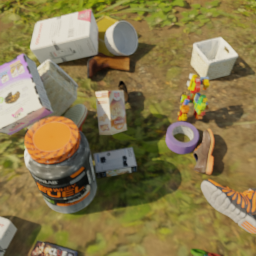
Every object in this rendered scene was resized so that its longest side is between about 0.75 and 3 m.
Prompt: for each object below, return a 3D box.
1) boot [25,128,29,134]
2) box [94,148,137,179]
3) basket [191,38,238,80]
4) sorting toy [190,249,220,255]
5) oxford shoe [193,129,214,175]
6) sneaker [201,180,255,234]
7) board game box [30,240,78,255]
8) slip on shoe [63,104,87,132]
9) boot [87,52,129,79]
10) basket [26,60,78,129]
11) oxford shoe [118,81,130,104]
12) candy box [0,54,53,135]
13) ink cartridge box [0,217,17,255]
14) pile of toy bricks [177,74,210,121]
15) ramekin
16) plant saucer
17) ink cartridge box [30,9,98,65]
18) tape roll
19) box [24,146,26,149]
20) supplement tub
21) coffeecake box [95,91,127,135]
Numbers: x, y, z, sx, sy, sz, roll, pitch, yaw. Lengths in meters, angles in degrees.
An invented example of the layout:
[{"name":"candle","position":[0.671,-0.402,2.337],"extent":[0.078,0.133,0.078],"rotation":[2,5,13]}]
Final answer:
[{"name":"boot","position":[-3.416,-0.381,11.054],"extent":[1.330,0.484,1.413],"rotation":[-15,53,-11]},{"name":"box","position":[-0.451,1.204,9.696],"extent":[1.396,0.420,0.814],"rotation":[-8,50,-4]},{"name":"basket","position":[3.823,-3.101,12.728],"extent":[1.500,1.206,1.487],"rotation":[-15,53,-13]},{"name":"sorting toy","position":[2.187,3.727,7.887],"extent":[0.894,0.537,0.367],"rotation":[8,86,15]},{"name":"oxford shoe","position":[2.692,0.774,10.052],"extent":[0.667,0.652,1.830],"rotation":[6,52,11]},{"name":"sneaker","position":[3.423,2.211,8.898],"extent":[2.152,0.835,1.206],"rotation":[41,57,16]},{"name":"board game box","position":[-2.173,3.792,7.921],"extent":[1.257,0.217,0.851],"rotation":[12,52,9]},{"name":"slip on shoe","position":[-1.894,0.220,9.475],"extent":[0.757,2.473,0.916],"rotation":[6,37,-35]},{"name":"boot","position":[-0.909,-2.793,13.014],"extent":[1.903,0.651,1.791],"rotation":[10,43,-1]},{"name":"basket","position":[-2.828,-0.971,9.343],"extent":[2.082,1.412,1.285],"rotation":[-40,34,11]},{"name":"oxford shoe","position":[-0.234,-1.457,11.411],"extent":[0.443,0.515,1.220],"rotation":[-17,50,3]},{"name":"candy box","position":[-3.186,-0.932,8.007],"extent":[1.508,0.643,1.797],"rotation":[-26,74,7]},{"name":"ink cartridge box","position":[-4.172,3.366,7.943],"extent":[1.222,0.706,1.673],"rotation":[15,53,11]},{"name":"pile of toy bricks","position":[2.586,-0.891,10.358],"extent":[1.138,2.051,1.013],"rotation":[0,40,-14]},{"name":"ramekin","position":[-0.381,-4.217,13.419],"extent":[0.832,1.585,1.585],"rotation":[4,41,50]},{"name":"plant saucer","position":[-1.130,-4.917,14.545],"extent":[2.542,0.616,2.542],"rotation":[32,59,22]},{"name":"ink cartridge box","position":[-2.932,-4.253,13.229],"extent":[2.821,1.168,2.067],"rotation":[-10,55,10]},{"name":"tape roll","position":[2.007,0.367,10.451],"extent":[1.162,0.494,1.162],"rotation":[0,53,0]},{"name":"box","position":[-3.277,0.839,10.280],"extent":[0.700,0.176,0.970],"rotation":[-33,58,-24]},{"name":"supplement tub","position":[-1.921,1.138,8.218],"extent":[1.766,2.882,1.766],"rotation":[-1,49,1]},{"name":"coffeecake box","position":[-0.570,-0.557,9.762],"extent":[0.531,1.452,1.115],"rotation":[-2,7,28]}]
